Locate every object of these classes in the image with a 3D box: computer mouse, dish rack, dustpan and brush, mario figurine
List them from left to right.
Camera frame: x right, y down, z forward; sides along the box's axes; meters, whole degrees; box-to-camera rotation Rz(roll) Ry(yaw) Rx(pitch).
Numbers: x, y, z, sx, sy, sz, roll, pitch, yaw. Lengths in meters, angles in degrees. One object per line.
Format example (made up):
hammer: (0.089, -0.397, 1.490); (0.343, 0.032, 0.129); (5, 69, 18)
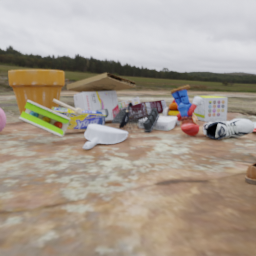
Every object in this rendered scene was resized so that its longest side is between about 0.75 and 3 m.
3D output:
dustpan and brush: (-1.004, 0.329, 9.538); (1.495, 0.613, 2.142); (13, 6, 15)
computer mouse: (-0.041, -0.493, 11.338); (0.265, 1.151, 0.808); (23, -9, 0)
dish rack: (0.289, -0.395, 12.183); (1.888, 0.515, 1.448); (1, 32, 25)
mario figurine: (2.349, -0.651, 10.907); (1.029, 1.941, 1.198); (-16, 3, -2)

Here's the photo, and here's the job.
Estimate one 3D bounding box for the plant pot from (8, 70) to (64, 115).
plant pot: (-4.684, -1.655, 14.598); (2.748, 2.516, 2.748); (-1, 8, 0)

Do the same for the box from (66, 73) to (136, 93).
box: (-1.329, -2.068, 13.782); (2.683, 0.285, 2.193); (-7, -8, 37)

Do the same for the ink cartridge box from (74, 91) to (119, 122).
ink cartridge box: (-1.501, -1.012, 13.783); (2.044, 1.508, 0.875); (-10, 3, -42)

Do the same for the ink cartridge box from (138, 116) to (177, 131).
ink cartridge box: (1.491, -0.253, 12.937); (1.423, 0.443, 1.768); (5, 10, 28)

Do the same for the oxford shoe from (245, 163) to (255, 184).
oxford shoe: (3.123, 0.919, 6.232); (1.271, 0.453, 0.453); (-4, 9, -33)

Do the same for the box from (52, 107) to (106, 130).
box: (-2.023, -0.342, 11.359); (2.105, 0.738, 0.677); (3, 16, -23)

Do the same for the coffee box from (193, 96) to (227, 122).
coffee box: (4.378, -1.050, 14.988); (1.274, 1.262, 1.276); (-2, 10, -13)

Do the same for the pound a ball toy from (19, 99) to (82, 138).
pound a ball toy: (-2.623, -0.427, 9.657); (1.793, 1.169, 0.762); (24, -10, -9)

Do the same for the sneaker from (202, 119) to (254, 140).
sneaker: (3.579, 0.085, 10.153); (1.825, 0.728, 1.187); (4, 12, 23)

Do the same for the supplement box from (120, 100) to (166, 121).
supplement box: (0.895, -0.938, 14.975); (1.365, 0.764, 2.509); (-13, 0, 37)

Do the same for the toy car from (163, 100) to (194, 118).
toy car: (2.540, -0.908, 14.056); (1.315, 1.127, 1.503); (3, -4, 30)

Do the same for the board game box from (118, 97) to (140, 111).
board game box: (-0.466, -1.194, 15.957); (2.337, 0.400, 1.571); (-14, 0, 3)

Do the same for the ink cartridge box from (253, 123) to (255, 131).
ink cartridge box: (5.462, -0.064, 11.685); (1.375, 0.325, 1.101); (-5, 3, -22)

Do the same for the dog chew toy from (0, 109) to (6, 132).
dog chew toy: (-5.683, -0.283, 11.076); (1.249, 1.249, 2.005); (-10, 5, -44)
